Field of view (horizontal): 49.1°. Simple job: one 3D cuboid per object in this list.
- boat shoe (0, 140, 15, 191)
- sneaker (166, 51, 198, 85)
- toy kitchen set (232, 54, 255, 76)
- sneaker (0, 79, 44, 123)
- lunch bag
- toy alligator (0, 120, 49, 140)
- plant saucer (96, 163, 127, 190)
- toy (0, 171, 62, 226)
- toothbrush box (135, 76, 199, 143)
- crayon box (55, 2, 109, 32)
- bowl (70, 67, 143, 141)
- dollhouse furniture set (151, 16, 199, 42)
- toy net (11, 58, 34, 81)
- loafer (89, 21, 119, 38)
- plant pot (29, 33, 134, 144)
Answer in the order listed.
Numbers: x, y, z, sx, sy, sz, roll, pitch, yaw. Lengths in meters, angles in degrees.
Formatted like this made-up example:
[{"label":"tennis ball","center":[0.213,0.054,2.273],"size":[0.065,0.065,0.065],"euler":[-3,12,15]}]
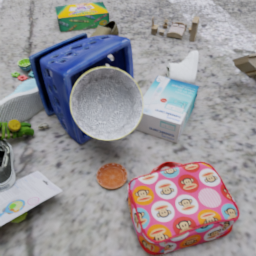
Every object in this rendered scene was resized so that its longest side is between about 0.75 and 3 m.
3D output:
[{"label":"boat shoe","center":[-4.018,0.823,8.583],"size":[0.914,0.823,2.585],"euler":[-22,36,-22]},{"label":"sneaker","center":[2.377,-2.790,12.432],"size":[1.317,0.840,2.280],"euler":[12,47,7]},{"label":"toy kitchen set","center":[5.735,-1.651,11.120],"size":[2.442,2.701,2.994],"euler":[-9,6,-14]},{"label":"sneaker","center":[-3.947,-1.148,10.730],"size":[1.228,1.108,2.998],"euler":[24,41,32]},{"label":"lunch bag","center":[1.308,1.911,7.520],"size":[2.643,1.083,2.328],"euler":[-11,46,-11]},{"label":"toy alligator","center":[-3.815,0.112,9.392],"size":[2.414,0.800,0.580],"euler":[0,70,-33]},{"label":"plant saucer","center":[-0.497,1.493,8.614],"size":[0.950,0.153,0.950],"euler":[0,46,0]},{"label":"toy","center":[-3.216,2.180,7.485],"size":[2.585,0.610,1.489],"euler":[-23,32,-38]},{"label":"toothbrush box","center":[1.419,-0.751,10.276],"size":[1.692,0.986,2.311],"euler":[19,49,19]},{"label":"crayon box","center":[-2.631,-6.386,16.032],"size":[2.835,0.826,1.684],"euler":[-11,46,-11]},{"label":"bowl","center":[-0.684,-0.668,8.357],"size":[2.106,0.988,2.106],"euler":[0,88,-14]},{"label":"dollhouse furniture set","center":[2.551,-5.572,15.063],"size":[2.411,1.067,1.250],"euler":[15,47,15]},{"label":"toy net","center":[-4.109,-2.413,12.347],"size":[2.166,0.418,1.136],"euler":[21,48,19]},{"label":"loafer","center":[-1.397,-4.696,14.297],"size":[1.006,0.893,2.647],"euler":[20,48,19]},{"label":"plant pot","center":[-1.654,-1.649,9.960],"size":[2.586,2.876,2.876],"euler":[29,52,34]}]
